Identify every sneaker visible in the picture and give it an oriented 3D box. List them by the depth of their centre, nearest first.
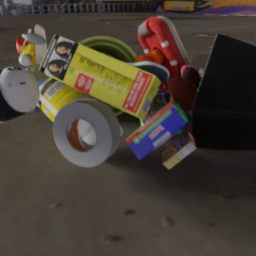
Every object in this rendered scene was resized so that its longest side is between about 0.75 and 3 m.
[{"bbox_3d":[0.085,-1.159,7.658,2.016,0.766,1.456,6,50,5],"label":"sneaker"},{"bbox_3d":[1.795,-1.461,7.999,1.118,0.451,0.417,26,24,-50],"label":"sneaker"}]

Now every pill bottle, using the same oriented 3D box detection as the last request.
[{"bbox_3d":[-1.305,-0.337,7.524,2.285,1.306,1.306,44,45,20],"label":"pill bottle"}]

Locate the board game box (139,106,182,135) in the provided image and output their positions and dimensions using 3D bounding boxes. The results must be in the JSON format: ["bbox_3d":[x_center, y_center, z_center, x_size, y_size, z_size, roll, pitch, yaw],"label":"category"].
[{"bbox_3d":[0.975,-0.268,9.136,1.164,0.252,1.730,-2,27,-6],"label":"board game box"}]

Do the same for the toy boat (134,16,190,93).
[{"bbox_3d":[0.871,-2.181,8.956,1.567,2.398,1.565,-34,15,-17],"label":"toy boat"}]

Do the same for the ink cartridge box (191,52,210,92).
[{"bbox_3d":[3.283,-1.714,9.333,2.732,1.591,0.922,-7,0,-12],"label":"ink cartridge box"}]

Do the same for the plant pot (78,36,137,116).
[{"bbox_3d":[-0.991,-1.919,10.269,2.649,2.649,2.435,-4,16,-7],"label":"plant pot"}]

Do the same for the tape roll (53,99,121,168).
[{"bbox_3d":[-0.941,0.112,6.335,1.505,1.505,0.497,11,19,20],"label":"tape roll"}]

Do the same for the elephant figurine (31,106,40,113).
[{"bbox_3d":[-2.636,-1.630,10.634,1.827,2.003,2.582,31,16,-42],"label":"elephant figurine"}]

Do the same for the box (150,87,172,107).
[{"bbox_3d":[1.072,-1.534,10.927,0.779,0.849,2.422,-3,27,-6],"label":"box"}]

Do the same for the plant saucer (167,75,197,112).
[{"bbox_3d":[1.641,-1.017,8.382,1.082,1.084,0.199,-20,3,-34],"label":"plant saucer"}]

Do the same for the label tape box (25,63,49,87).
[{"bbox_3d":[-2.325,-1.533,8.118,1.454,0.460,1.049,-29,3,-38],"label":"label tape box"}]

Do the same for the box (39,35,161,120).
[{"bbox_3d":[-0.660,-1.149,6.296,2.625,0.988,0.658,27,4,16],"label":"box"}]

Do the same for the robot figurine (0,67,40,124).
[{"bbox_3d":[-2.796,-0.681,6.136,1.712,1.068,1.286,-19,43,14],"label":"robot figurine"}]

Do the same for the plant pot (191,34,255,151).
[{"bbox_3d":[2.811,-0.608,6.872,1.968,2.213,2.218,16,69,20],"label":"plant pot"}]

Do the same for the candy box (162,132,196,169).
[{"bbox_3d":[1.245,0.564,6.902,0.248,0.898,0.518,39,25,-15],"label":"candy box"}]

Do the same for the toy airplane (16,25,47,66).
[{"bbox_3d":[-2.928,-2.282,9.125,1.713,1.721,1.214,-6,26,44],"label":"toy airplane"}]

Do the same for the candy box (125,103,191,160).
[{"bbox_3d":[0.799,0.021,6.823,0.623,1.368,1.618,52,16,5],"label":"candy box"}]
